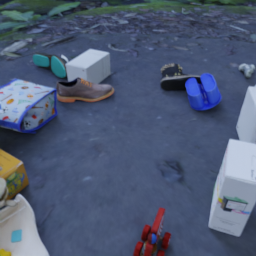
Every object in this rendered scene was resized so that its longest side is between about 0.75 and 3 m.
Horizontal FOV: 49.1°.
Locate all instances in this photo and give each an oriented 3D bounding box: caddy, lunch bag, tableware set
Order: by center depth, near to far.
[{"bbox_3d":[-3.751,2.066,6.498,2.330,0.467,1.540,-35,35,-7],"label":"tableware set"},{"bbox_3d":[-3.950,-0.658,10.089,1.918,1.397,2.256,13,32,15],"label":"lunch bag"},{"bbox_3d":[3.070,-1.415,11.477,1.253,0.931,1.773,-17,35,15],"label":"caddy"}]

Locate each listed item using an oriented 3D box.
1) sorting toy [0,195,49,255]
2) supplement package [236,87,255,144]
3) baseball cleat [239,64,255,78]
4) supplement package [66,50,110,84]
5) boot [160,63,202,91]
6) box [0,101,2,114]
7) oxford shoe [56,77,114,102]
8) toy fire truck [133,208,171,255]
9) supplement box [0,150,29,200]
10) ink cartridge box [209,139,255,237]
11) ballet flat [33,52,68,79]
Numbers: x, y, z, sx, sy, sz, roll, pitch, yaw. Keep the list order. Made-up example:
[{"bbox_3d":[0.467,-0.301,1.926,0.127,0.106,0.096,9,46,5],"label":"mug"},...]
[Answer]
[{"bbox_3d":[-2.683,2.734,6.039,1.747,1.036,1.940,35,37,21],"label":"sorting toy"},{"bbox_3d":[5.243,-0.048,8.929,2.908,1.763,1.742,5,37,7],"label":"supplement package"},{"bbox_3d":[5.730,-2.778,13.703,0.730,0.478,1.371,17,30,30],"label":"baseball cleat"},{"bbox_3d":[-1.798,-2.708,12.970,1.139,1.135,1.942,17,40,22],"label":"supplement package"},{"bbox_3d":[2.469,-2.349,12.853,2.080,0.761,1.566,-4,38,5],"label":"boot"},{"bbox_3d":[-4.797,-0.119,8.104,2.282,0.544,1.391,-17,27,-20],"label":"box"},{"bbox_3d":[-1.798,-1.647,11.777,2.417,0.881,0.862,-7,38,-9],"label":"oxford shoe"},{"bbox_3d":[0.556,2.484,6.258,0.649,0.972,1.158,15,40,19],"label":"toy fire truck"},{"bbox_3d":[-4.323,1.017,8.195,2.980,1.025,0.991,21,41,28],"label":"supplement box"},{"bbox_3d":[2.609,1.447,6.848,0.800,1.906,1.380,13,39,15],"label":"ink cartridge box"},{"bbox_3d":[-3.582,-3.244,13.880,2.856,0.971,0.977,30,37,33],"label":"ballet flat"}]
